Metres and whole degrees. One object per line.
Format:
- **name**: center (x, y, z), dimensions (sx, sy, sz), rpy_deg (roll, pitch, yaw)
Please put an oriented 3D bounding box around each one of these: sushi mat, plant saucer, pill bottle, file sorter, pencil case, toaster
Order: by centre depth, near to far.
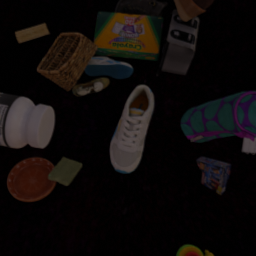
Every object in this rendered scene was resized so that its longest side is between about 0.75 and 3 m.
- **pencil case**: center (2.713, -0.199, 8.108), dimensions (1.230, 2.891, 1.336), rpy_deg (32, 76, -11)
- **plant saucer**: center (-2.986, 1.619, 8.778), dimensions (1.484, 0.240, 1.484), rpy_deg (2, 52, -2)
- **pill bottle**: center (-3.971, -0.259, 8.931), dimensions (2.884, 1.670, 1.670), rpy_deg (10, 68, 3)
- **file sorter**: center (4.230, 0.586, 9.093), dimensions (0.832, 0.518, 0.578), rpy_deg (5, 99, 1)
- **toaster**: center (1.784, -2.940, 10.072), dimensions (1.081, 1.822, 1.647), rpy_deg (14, 61, 2)
- **sushi mat**: center (-3.845, -3.789, 11.220), dimensions (1.281, 0.078, 0.613), rpy_deg (-20, 69, -8)

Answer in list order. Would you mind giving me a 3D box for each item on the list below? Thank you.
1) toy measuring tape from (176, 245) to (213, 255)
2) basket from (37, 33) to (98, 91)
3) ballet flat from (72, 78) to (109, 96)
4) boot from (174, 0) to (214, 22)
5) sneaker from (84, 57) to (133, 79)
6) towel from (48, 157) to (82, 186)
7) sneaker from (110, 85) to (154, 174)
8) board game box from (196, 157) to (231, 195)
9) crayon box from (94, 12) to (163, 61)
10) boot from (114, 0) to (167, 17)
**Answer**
- **toy measuring tape**: center (1.337, 3.761, 7.807), dimensions (2.154, 0.793, 0.793), rpy_deg (-13, 68, -4)
- **basket**: center (-1.979, -2.306, 9.160), dimensions (1.295, 1.241, 1.738), rpy_deg (34, 71, -18)
- **ballet flat**: center (-1.318, -1.424, 10.027), dimensions (1.375, 0.486, 0.486), rpy_deg (-14, 69, -2)
- **boot**: center (2.191, -5.032, 8.949), dimensions (0.950, 2.184, 2.625), rpy_deg (-6, 70, -41)
- **sneaker**: center (-0.687, -2.278, 10.290), dimensions (1.768, 0.676, 0.714), rpy_deg (6, 46, -7)
- **towel**: center (-1.966, 1.363, 8.821), dimensions (0.758, 0.186, 1.022), rpy_deg (18, 38, 11)
- **sneaker**: center (0.097, -0.001, 9.064), dimensions (1.130, 1.193, 2.955), rpy_deg (13, 67, 5)
- **board game box**: center (2.564, 1.366, 8.607), dimensions (0.313, 1.015, 1.014), rpy_deg (-22, 35, -33)
- **crayon box**: center (0.011, -3.434, 10.537), dimensions (2.440, 0.711, 1.449), rpy_deg (6, 81, 4)
- **boot**: center (0.505, -4.695, 11.290), dimensions (1.697, 0.675, 1.950), rpy_deg (31, 73, 8)
